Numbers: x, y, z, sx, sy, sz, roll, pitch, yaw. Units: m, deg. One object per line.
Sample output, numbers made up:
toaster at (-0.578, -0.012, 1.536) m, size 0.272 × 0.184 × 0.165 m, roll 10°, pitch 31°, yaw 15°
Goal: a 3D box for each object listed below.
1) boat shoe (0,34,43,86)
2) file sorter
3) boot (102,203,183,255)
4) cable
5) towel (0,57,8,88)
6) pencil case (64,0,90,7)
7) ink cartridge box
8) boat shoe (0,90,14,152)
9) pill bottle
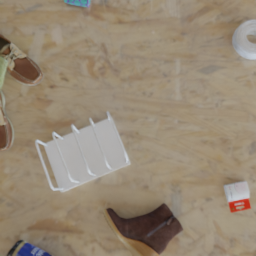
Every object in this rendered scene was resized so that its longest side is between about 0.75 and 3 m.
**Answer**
boat shoe at (-4.330, -2.579, 10.303) m, size 2.761 × 0.991 × 1.045 m, roll 37°, pitch 81°, yaw 7°
file sorter at (-1.484, 0.799, 9.331) m, size 2.636 × 1.641 × 1.829 m, roll -22°, pitch 79°, yaw -4°
boot at (0.480, 3.153, 9.400) m, size 1.920 × 0.835 × 2.308 m, roll -39°, pitch 83°, yaw -16°
cable at (4.756, -3.376, 10.691) m, size 1.451 × 0.502 × 1.451 m, roll -29°, pitch 79°, yaw -5°
towel at (-4.887, -2.184, 10.193) m, size 1.009 × 1.360 × 0.248 m, roll 39°, pitch 41°, yaw 1°
pencil case at (-2.027, -5.106, 11.057) m, size 1.069 × 0.494 × 0.455 m, roll 12°, pitch 38°, yaw 1°
ink cartridge box at (3.837, 2.400, 9.737) m, size 0.779 × 0.273 × 0.958 m, roll -11°, pitch 75°, yaw -2°
boat shoe at (-4.791, -0.374, 9.919) m, size 0.956 × 0.906 × 2.524 m, roll -20°, pitch 80°, yaw -4°
pill bottle at (-2.854, 4.509, 8.860) m, size 2.030 × 1.135 × 1.135 m, roll 25°, pitch 80°, yaw 3°
